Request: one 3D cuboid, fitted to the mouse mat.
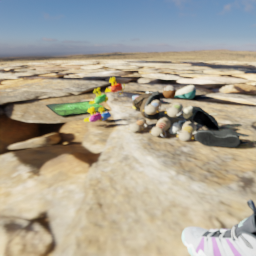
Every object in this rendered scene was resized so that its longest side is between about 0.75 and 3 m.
[{"bbox_3d":[-2.479,-0.989,13.590,2.576,0.097,2.073,-8,22,-33],"label":"mouse mat"}]

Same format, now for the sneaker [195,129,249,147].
[{"bbox_3d":[3.065,0.314,9.141,1.656,0.497,0.864,7,15,20],"label":"sneaker"}]

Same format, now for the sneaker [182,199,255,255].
[{"bbox_3d":[1.568,1.529,4.048,1.681,1.176,0.653,15,23,39],"label":"sneaker"}]

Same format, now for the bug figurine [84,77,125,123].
[{"bbox_3d":[-0.926,-0.887,10.949,0.539,2.094,1.624,37,37,17],"label":"bug figurine"}]

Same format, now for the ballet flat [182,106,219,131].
[{"bbox_3d":[2.670,-0.348,10.092,1.810,0.602,0.514,18,21,-34],"label":"ballet flat"}]

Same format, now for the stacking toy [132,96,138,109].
[{"bbox_3d":[0.825,-1.404,14.352,1.272,0.593,1.405,-1,18,-3],"label":"stacking toy"}]

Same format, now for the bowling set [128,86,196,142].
[{"bbox_3d":[1.185,-0.549,9.949,2.493,1.735,1.338,3,20,21],"label":"bowling set"}]

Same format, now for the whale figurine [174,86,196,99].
[{"bbox_3d":[3.288,-1.951,16.257,1.372,0.712,1.092,-17,11,35],"label":"whale figurine"}]

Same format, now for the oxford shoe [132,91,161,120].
[{"bbox_3d":[0.723,-0.882,11.837,1.167,1.004,2.764,-6,13,11],"label":"oxford shoe"}]

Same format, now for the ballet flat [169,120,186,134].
[{"bbox_3d":[1.877,-0.066,10.511,0.390,0.390,1.087,14,23,38],"label":"ballet flat"}]
